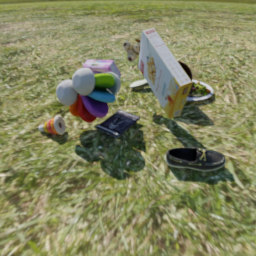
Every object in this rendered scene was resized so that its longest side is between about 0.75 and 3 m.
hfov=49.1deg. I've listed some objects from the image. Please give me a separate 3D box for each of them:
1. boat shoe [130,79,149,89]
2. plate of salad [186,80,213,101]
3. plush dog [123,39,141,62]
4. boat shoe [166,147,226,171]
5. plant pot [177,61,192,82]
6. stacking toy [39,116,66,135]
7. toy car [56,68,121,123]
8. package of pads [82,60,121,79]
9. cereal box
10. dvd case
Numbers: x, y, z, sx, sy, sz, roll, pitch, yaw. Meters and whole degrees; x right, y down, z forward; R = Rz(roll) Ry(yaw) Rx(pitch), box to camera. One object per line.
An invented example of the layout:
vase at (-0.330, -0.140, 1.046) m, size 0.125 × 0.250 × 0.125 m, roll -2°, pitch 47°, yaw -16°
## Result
boat shoe at (0.738, -2.228, 14.439) m, size 1.298 × 0.388 × 0.464 m, roll -20°, pitch 38°, yaw -5°
plate of salad at (2.828, -2.043, 13.926) m, size 2.741 × 0.658 × 2.741 m, roll 0°, pitch 32°, yaw 0°
plush dog at (0.353, -3.435, 12.415) m, size 0.851 × 0.991 × 0.795 m, roll -22°, pitch -8°, yaw 21°
boat shoe at (2.127, 0.950, 8.811) m, size 1.882 × 0.567 × 0.671 m, roll 0°, pitch 59°, yaw 9°
plant pot at (2.063, -2.261, 12.829) m, size 1.491 × 1.491 × 1.596 m, roll 2°, pitch 10°, yaw 3°
stacking toy at (-2.988, -0.021, 10.773) m, size 1.015 × 0.741 × 0.741 m, roll -12°, pitch 28°, yaw 17°
toy car at (-1.358, -1.101, 10.395) m, size 2.280 × 1.709 × 1.995 m, roll -25°, pitch -14°, yaw 36°
package of pads at (-1.070, -2.334, 11.513) m, size 1.442 × 0.869 × 0.546 m, roll 9°, pitch 58°, yaw 33°
cereal box at (1.292, -2.074, 10.825) m, size 0.579 × 2.108 × 2.930 m, roll -21°, pitch 63°, yaw -14°
dvd case at (-0.390, -0.193, 11.230) m, size 1.125 × 0.121 × 1.513 m, roll 22°, pitch 44°, yaw 33°
